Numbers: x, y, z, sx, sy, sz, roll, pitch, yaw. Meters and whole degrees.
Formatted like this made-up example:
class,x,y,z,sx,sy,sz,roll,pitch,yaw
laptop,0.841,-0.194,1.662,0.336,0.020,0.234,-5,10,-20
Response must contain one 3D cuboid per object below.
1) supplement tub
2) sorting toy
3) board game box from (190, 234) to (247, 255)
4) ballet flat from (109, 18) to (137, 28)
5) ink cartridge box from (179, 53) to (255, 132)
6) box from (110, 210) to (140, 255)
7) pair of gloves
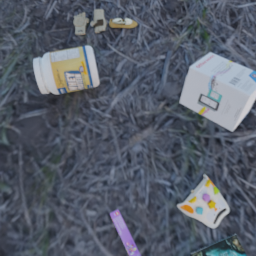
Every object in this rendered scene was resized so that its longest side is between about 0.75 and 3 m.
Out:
class,x,y,z,sx,sy,sz,roll,pitch,yaw
supplement tub,-2.452,-2.288,11.326,2.330,1.686,1.686,-12,66,-5
sorting toy,2.779,2.642,9.669,1.564,0.836,1.408,-43,91,-18
board game box,2.999,4.317,9.055,1.704,0.240,1.152,-20,67,-9
ballet flat,-0.231,-4.979,13.278,1.349,0.425,0.463,-4,65,-2
ink cartridge box,3.111,-1.264,9.418,2.087,1.524,1.531,33,49,24
box,-0.081,3.490,8.961,0.317,1.110,1.622,-25,67,-11
pair of gloves,-1.819,-5.012,13.387,1.551,0.272,1.319,-10,69,-2
